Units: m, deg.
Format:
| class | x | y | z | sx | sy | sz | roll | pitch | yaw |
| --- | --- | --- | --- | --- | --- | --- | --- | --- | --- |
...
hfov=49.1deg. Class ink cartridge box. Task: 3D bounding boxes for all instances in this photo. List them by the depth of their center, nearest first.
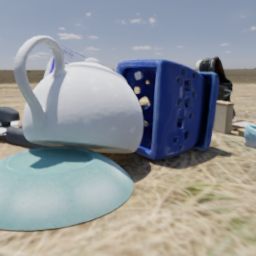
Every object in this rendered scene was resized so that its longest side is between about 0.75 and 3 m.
| class | x | y | z | sx | sy | sz | roll | pitch | yaw |
| --- | --- | --- | --- | --- | --- | --- | --- | --- | --- |
| ink cartridge box | -1.477 | -1.080 | 8.493 | 2.226 | 2.247 | 0.488 | 21 | -21 | -31 |

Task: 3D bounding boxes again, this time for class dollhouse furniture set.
| class | x | y | z | sx | sy | sz | roll | pitch | yaw |
| --- | --- | --- | --- | --- | --- | --- | --- | --- | --- |
| dollhouse furniture set | 4.350 | -0.384 | 9.776 | 2.363 | 1.046 | 1.225 | -4 | 12 | -20 |

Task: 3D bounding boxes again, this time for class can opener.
| class | x | y | z | sx | sy | sz | roll | pitch | yaw |
| --- | --- | --- | --- | --- | --- | --- | --- | --- | --- |
| can opener | -3.228 | -0.061 | 8.313 | 2.955 | 0.988 | 0.788 | 8 | 14 | 33 |

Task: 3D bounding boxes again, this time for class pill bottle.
| class | x | y | z | sx | sy | sz | roll | pitch | yaw |
| --- | --- | --- | --- | --- | --- | --- | --- | --- | --- |
| pill bottle | -0.004 | -2.171 | 11.407 | 0.890 | 0.890 | 1.602 | -3 | 20 | -12 |

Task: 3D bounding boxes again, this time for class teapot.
| class | x | y | z | sx | sy | sz | roll | pitch | yaw |
| --- | --- | --- | --- | --- | --- | --- | --- | --- | --- |
| teapot | -0.960 | -0.583 | 6.348 | 2.836 | 2.098 | 2.873 | 7 | -8 | -15 |

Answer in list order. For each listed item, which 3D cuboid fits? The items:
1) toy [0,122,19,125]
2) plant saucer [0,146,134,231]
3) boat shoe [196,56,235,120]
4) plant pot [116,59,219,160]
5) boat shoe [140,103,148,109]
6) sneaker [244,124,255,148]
| class | x | y | z | sx | sy | sz | roll | pitch | yaw |
| --- | --- | --- | --- | --- | --- | --- | --- | --- | --- |
| toy | -5.123 | -0.299 | 11.158 | 1.365 | 0.322 | 0.786 | -2 | 12 | -12 |
| plant saucer | -1.394 | 0.820 | 5.138 | 3.005 | 0.578 | 3.005 | 0 | 12 | 0 |
| boat shoe | 3.741 | -1.508 | 11.319 | 0.966 | 2.856 | 1.026 | -12 | 23 | 47 |
| plant pot | 1.023 | -0.571 | 7.686 | 2.134 | 2.374 | 2.373 | 0 | 9 | -27 |
| boat shoe | 0.156 | -0.947 | 13.715 | 1.734 | 0.586 | 0.623 | -2 | 13 | -1 |
| sneaker | 4.049 | 0.148 | 7.521 | 1.794 | 0.735 | 0.663 | -3 | 17 | 28 |
